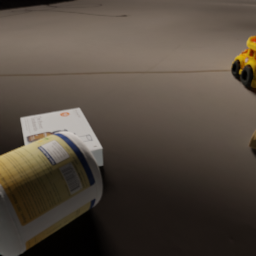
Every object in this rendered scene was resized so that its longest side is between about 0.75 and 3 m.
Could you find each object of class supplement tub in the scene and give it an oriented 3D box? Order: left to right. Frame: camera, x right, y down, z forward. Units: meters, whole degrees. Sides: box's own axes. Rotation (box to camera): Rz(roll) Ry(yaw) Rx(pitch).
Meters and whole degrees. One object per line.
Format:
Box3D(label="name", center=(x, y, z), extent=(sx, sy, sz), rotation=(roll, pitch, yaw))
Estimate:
Box3D(label="supplement tub", center=(-2.073, 1.373, 5.832), extent=(2.657, 1.918, 1.918), rotation=(-26, 40, -36))

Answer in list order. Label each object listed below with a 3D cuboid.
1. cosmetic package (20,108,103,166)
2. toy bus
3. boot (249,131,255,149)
Box3D(label="cosmetic package", center=(-2.132, 0.378, 8.643), extent=(2.022, 0.693, 2.682), rotation=(-10, 33, -21))
Box3D(label="toy bus", center=(6.124, -3.375, 12.854), extent=(1.872, 2.649, 2.759), rotation=(-4, 31, -4))
Box3D(label="boot", center=(5.216, 0.370, 8.603), extent=(2.268, 0.750, 1.986), rotation=(23, 38, 34))
